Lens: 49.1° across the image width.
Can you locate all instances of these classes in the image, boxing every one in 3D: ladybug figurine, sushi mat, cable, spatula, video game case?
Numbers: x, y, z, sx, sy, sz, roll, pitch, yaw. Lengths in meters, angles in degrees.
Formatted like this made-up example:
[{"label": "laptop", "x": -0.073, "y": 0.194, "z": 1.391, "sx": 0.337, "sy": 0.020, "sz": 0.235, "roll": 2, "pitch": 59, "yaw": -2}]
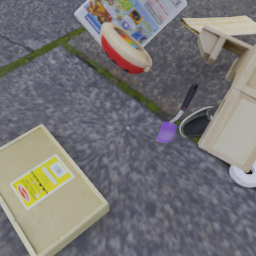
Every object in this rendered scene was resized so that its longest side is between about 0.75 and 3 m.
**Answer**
[{"label": "ladybug figurine", "x": -0.062, "y": -1.111, "z": 4.039, "sx": 0.996, "sy": 0.358, "sz": 0.676, "roll": 50, "pitch": 28, "yaw": 22}, {"label": "sushi mat", "x": 2.853, "y": -2.979, "z": 8.195, "sx": 2.600, "sy": 0.157, "sz": 1.244, "roll": -12, "pitch": 46, "yaw": -25}, {"label": "cable", "x": 2.967, "y": 1.089, "z": 6.971, "sx": 0.803, "sy": 0.278, "sz": 0.803, "roll": -20, "pitch": 55, "yaw": -14}, {"label": "spatula", "x": 1.038, "y": -0.288, "z": 5.724, "sx": 0.400, "sy": 1.415, "sz": 0.145, "roll": 13, "pitch": 30, "yaw": -31}, {"label": "video game case", "x": 0.125, "y": -3.161, "z": 7.435, "sx": 2.547, "sy": 1.824, "sz": 0.230, "roll": -44, "pitch": 21, "yaw": -1}]

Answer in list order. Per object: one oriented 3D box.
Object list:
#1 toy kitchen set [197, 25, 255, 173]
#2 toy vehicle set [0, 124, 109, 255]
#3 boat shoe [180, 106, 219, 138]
[{"label": "toy kitchen set", "x": 1.538, "y": -0.569, "z": 4.687, "sx": 1.544, "sy": 1.892, "sz": 1.707, "roll": 29, "pitch": 100, "yaw": 7}, {"label": "toy vehicle set", "x": -2.075, "y": 1.368, "z": 6.680, "sx": 1.858, "sy": 0.396, "sz": 2.991, "roll": -33, "pitch": 60, "yaw": -23}, {"label": "boat shoe", "x": 1.875, "y": -0.191, "z": 5.862, "sx": 1.641, "sy": 0.555, "sz": 0.589, "roll": -17, "pitch": 90, "yaw": 11}]
